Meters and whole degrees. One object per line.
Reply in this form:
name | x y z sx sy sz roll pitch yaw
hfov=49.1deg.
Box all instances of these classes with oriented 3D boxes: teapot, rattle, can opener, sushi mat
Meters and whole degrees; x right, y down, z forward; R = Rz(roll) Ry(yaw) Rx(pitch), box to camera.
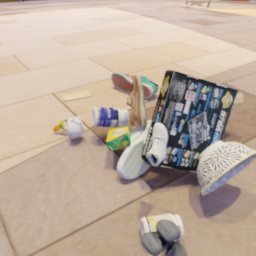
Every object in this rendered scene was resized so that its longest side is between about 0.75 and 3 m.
teapot | -2.019 -0.003 11.004 0.653 0.883 0.894 2 2 -1
rattle | -2.645 -0.113 11.876 0.593 0.651 0.911 41 32 -2
can opener | 0.904 2.348 5.659 0.668 2.505 0.837 -41 67 -3
sushi mat | -2.721 -1.682 14.661 1.493 0.090 0.714 -14 36 -21

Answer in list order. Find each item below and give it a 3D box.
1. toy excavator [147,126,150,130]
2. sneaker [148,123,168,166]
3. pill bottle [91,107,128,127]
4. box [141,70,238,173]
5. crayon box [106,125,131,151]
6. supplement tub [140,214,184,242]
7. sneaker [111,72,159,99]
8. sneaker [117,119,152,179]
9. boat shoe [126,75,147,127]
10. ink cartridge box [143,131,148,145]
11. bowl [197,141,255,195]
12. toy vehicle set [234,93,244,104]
toy excavator | 1.184 -0.082 9.934 0.792 0.407 0.814 -7 6 43
sneaker | 0.734 0.445 7.025 0.382 1.038 0.600 3 20 26
pill bottle | -0.701 -0.408 10.874 1.332 0.771 0.771 0 31 -19
box | 1.912 -0.103 8.808 2.331 2.932 0.675 11 10 -19
crayon box | -0.310 0.331 9.860 0.763 0.374 1.284 -17 16 6
supplement tub | 0.872 2.646 7.309 0.993 0.722 0.722 -6 33 -9
sneaker | 0.369 -2.336 14.973 2.750 0.982 1.099 28 37 28
sneaker | 0.373 0.761 10.194 1.060 1.093 2.994 -15 24 43
boat shoe | 0.257 -0.996 10.260 0.704 1.961 0.742 -6 -12 7
ink cartridge box | 1.041 0.490 9.553 0.628 0.869 0.639 -34 27 32
bowl | 2.679 1.013 8.200 1.983 1.983 0.931 -20 60 -28
toy vehicle set | 2.904 -0.962 11.405 1.787 0.381 2.876 -12 4 -36
